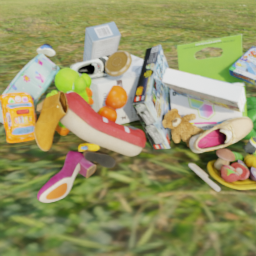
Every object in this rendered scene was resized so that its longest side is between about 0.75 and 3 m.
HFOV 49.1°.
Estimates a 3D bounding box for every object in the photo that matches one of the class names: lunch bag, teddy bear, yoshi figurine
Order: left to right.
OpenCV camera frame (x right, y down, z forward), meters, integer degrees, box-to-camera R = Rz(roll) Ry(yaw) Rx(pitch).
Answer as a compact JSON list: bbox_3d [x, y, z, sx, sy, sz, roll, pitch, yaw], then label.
[{"bbox_3d":[-3.236,-1.254,9.167,0.942,2.443,1.959,39,12,-16],"label":"lunch bag"},{"bbox_3d":[-1.848,-0.938,8.878,1.404,2.508,1.410,13,52,-15],"label":"yoshi figurine"},{"bbox_3d":[1.624,0.036,8.087,0.976,1.346,0.449,-27,25,18],"label":"teddy bear"}]

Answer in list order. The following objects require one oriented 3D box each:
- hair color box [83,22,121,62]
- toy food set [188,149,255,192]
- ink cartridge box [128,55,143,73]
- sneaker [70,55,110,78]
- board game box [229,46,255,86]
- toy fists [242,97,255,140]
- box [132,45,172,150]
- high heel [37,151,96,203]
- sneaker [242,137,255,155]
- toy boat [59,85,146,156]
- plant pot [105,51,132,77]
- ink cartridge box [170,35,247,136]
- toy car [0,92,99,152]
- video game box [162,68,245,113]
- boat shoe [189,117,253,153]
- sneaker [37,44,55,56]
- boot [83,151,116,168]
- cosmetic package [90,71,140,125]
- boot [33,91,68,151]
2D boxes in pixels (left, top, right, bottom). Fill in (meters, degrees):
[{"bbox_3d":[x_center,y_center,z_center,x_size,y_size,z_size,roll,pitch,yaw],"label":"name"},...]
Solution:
[{"bbox_3d":[-0.976,-2.676,9.821,1.007,2.035,0.617,-20,72,-19],"label":"hair color box"},{"bbox_3d":[2.826,0.987,7.364,2.104,0.687,1.238,0,29,-25],"label":"toy food set"},{"bbox_3d":[0.439,-2.326,12.503,2.238,0.933,1.626,27,42,20],"label":"ink cartridge box"},{"bbox_3d":[-0.943,-1.975,9.277,1.874,0.694,0.829,-19,17,-16],"label":"sneaker"},{"bbox_3d":[3.863,-1.665,7.917,1.088,0.277,1.607,-44,45,-7],"label":"board game box"},{"bbox_3d":[4.482,-0.403,9.816,1.289,0.869,2.528,14,35,21],"label":"toy fists"},{"bbox_3d":[0.953,-1.035,9.086,0.583,2.001,2.922,-9,42,23],"label":"box"},{"bbox_3d":[-1.772,1.178,7.272,0.960,0.674,2.002,28,35,22],"label":"high heel"},{"bbox_3d":[3.628,0.569,8.070,1.122,0.475,0.418,24,36,-44],"label":"sneaker"},{"bbox_3d":[-0.591,-0.385,7.854,2.644,1.728,1.725,23,-1,-31],"label":"toy boat"},{"bbox_3d":[-0.321,-1.963,8.424,0.907,0.125,0.907,-9,66,21],"label":"plant pot"},{"bbox_3d":[2.444,-1.283,8.741,2.157,2.918,1.105,-2,9,29],"label":"ink cartridge box"},{"bbox_3d":[-2.054,-0.163,7.836,2.937,1.441,0.977,11,-11,-27],"label":"toy car"},{"bbox_3d":[2.008,-0.935,7.204,1.868,0.437,1.702,20,1,24],"label":"video game box"},{"bbox_3d":[2.597,0.224,7.625,1.853,0.683,0.641,-25,0,0],"label":"boat shoe"},{"bbox_3d":[-2.682,-2.661,9.464,0.790,0.303,0.440,11,53,34],"label":"sneaker"},{"bbox_3d":[-0.815,0.856,8.003,0.986,0.363,0.372,23,2,-24],"label":"boot"},{"bbox_3d":[-0.410,-1.087,10.032,1.899,1.565,1.567,-15,22,-23],"label":"cosmetic package"},{"bbox_3d":[-1.830,-0.171,6.779,0.950,1.327,0.467,-19,-18,36],"label":"boot"}]
